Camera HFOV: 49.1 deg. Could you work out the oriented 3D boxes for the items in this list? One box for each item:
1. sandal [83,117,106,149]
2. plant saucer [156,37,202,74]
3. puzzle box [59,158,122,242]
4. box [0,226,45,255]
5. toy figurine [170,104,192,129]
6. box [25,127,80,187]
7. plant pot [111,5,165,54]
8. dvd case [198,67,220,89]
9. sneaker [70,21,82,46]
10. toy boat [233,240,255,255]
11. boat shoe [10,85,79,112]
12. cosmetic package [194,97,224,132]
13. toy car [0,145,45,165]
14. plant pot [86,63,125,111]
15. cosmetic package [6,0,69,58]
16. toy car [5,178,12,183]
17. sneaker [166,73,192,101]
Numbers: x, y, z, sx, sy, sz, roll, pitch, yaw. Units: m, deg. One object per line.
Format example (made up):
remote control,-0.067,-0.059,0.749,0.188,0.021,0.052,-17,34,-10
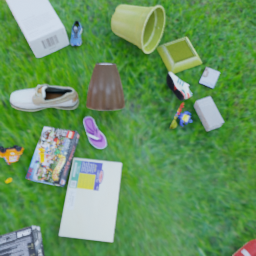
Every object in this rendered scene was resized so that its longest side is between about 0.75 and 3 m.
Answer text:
sandal,-1.222,0.169,9.799,0.530,0.320,1.303,-31,74,-8
plant saucer,2.031,-2.952,11.055,1.398,0.335,1.396,-21,70,-8
puzzle box,-1.142,2.255,8.980,1.658,0.317,2.492,6,68,3
box,-3.836,4.367,7.906,2.950,0.734,2.327,-16,69,-6
toy figurine,1.964,-0.313,9.908,0.617,0.543,1.029,28,68,3
box,-2.493,0.930,9.340,1.271,0.351,1.862,6,68,18
plant pot,0.300,-3.992,10.873,1.627,1.770,1.770,25,70,22
dvd case,3.119,-1.925,10.787,0.587,0.072,0.822,25,71,9
sneaker,-2.127,-3.813,11.303,0.458,0.520,1.166,-1,69,0
toy boat,3.459,4.189,7.541,2.368,1.548,1.545,-35,72,-13
boat shoe,-3.006,-1.151,9.965,2.417,0.827,0.903,-3,61,-6
cosmetic package,2.869,-0.497,10.006,0.592,0.500,1.109,-17,72,-7
toy car,-3.510,0.943,9.006,1.833,0.899,0.610,5,98,38
plant pot,-0.770,-1.456,9.584,1.363,1.363,1.458,2,107,1
cosmetic package,-3.712,-4.409,11.259,1.494,1.088,2.939,-26,69,-10
toy car,-4.062,2.059,9.020,1.006,0.335,0.493,-34,101,-6
sneaker,1.922,-1.584,10.520,0.589,0.443,1.259,-18,65,-27
